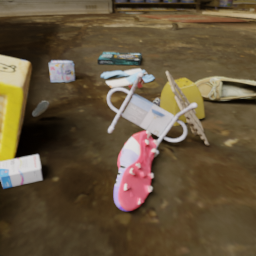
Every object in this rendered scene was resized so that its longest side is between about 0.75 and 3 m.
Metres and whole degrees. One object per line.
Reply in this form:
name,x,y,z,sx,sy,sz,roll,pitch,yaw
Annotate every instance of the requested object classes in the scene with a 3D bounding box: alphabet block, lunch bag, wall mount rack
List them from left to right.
alphabet block,-4.157,-0.679,7.873,2.400,2.413,2.458,8,25,-19
lunch bag,-3.258,-2.801,13.864,1.166,0.989,0.741,1,26,-1
wall mount rack,0.610,-0.392,7.656,2.594,2.254,0.967,29,37,-3

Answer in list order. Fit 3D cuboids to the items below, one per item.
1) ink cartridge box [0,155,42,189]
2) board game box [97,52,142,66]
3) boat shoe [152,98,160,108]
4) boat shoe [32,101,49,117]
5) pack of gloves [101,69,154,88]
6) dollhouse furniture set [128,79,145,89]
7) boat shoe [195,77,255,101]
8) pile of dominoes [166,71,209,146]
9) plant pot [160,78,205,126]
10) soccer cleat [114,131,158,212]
ink cartridge box,-2.767,1.119,7.285,0.974,0.412,0.704,-11,31,-17
board game box,-0.462,-4.232,17.157,2.532,0.357,1.713,3,29,7
boat shoe,1.124,-0.974,11.019,1.509,0.473,0.548,-24,31,-38
boat shoe,-3.125,-0.713,10.095,0.826,0.304,0.276,-32,4,22
pack of gloves,-0.054,-2.762,14.332,2.519,0.497,2.117,-12,32,-21
dollhouse furniture set,0.352,-1.950,12.750,0.765,0.311,0.411,-23,27,39
boat shoe,4.029,-1.567,11.368,2.735,0.998,0.860,6,6,9
pile of dominoes,1.734,-0.506,8.670,0.344,2.161,1.685,-29,40,20
plant pot,1.921,-1.043,10.181,1.279,1.309,1.271,-17,32,-13
soccer cleat,0.081,1.079,7.134,1.020,0.890,2.668,-29,24,33
